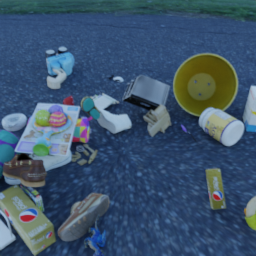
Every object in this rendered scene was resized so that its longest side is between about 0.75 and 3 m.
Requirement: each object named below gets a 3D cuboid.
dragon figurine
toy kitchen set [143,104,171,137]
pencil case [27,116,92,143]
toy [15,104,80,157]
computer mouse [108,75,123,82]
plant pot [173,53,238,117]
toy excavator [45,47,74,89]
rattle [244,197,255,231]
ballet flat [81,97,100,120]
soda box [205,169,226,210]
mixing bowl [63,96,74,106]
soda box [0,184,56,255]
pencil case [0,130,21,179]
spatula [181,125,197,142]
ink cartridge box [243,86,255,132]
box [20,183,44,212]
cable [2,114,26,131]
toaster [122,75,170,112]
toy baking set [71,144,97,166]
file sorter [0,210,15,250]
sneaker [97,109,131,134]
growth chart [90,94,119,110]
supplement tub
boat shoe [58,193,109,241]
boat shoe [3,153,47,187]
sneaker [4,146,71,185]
[{"bbox_3d":[-0.768,2.900,7.376,0.597,0.353,1.200,8,35,13],"label":"dragon figurine"},{"bbox_3d":[0.914,-0.367,11.543,1.074,1.317,1.188,-45,54,-11],"label":"toy kitchen set"},{"bbox_3d":[-2.688,0.023,11.131,2.479,1.096,1.096,2,33,2],"label":"pencil case"},{"bbox_3d":[-2.780,-0.227,10.066,1.709,0.701,2.968,5,40,-4],"label":"toy"},{"bbox_3d":[-0.671,-2.886,16.307,0.943,0.207,0.517,19,37,27],"label":"computer mouse"},{"bbox_3d":[3.509,-1.946,13.084,2.732,2.732,1.939,7,8,10],"label":"plant pot"},{"bbox_3d":[-3.991,-3.442,16.372,2.574,1.322,2.648,-27,51,-33],"label":"toy excavator"},{"bbox_3d":[3.851,1.983,7.368,1.075,1.651,1.180,35,9,32],"label":"rattle"},{"bbox_3d":[-1.594,-0.862,11.277,0.576,1.629,0.576,-6,65,12],"label":"ballet flat"},{"bbox_3d":[2.586,1.795,8.306,0.388,1.146,0.367,-8,-8,7],"label":"soda box"},{"bbox_3d":[-2.767,-1.061,12.976,0.437,0.806,0.806,-12,35,-17],"label":"mixing bowl"},{"bbox_3d":[-2.835,2.468,7.715,0.658,0.696,2.055,-27,42,-35],"label":"soda box"},{"bbox_3d":[-4.709,1.279,9.076,1.297,1.195,2.807,21,35,3],"label":"pencil case"},{"bbox_3d":[2.467,0.229,11.377,0.122,0.336,1.190,-48,34,9],"label":"spatula"},{"bbox_3d":[5.677,-0.773,11.805,1.166,1.612,1.187,7,34,10],"label":"ink cartridge box"},{"bbox_3d":[-2.846,2.027,8.254,0.188,0.596,1.082,-20,23,-37],"label":"box"},{"bbox_3d":[-4.936,-0.254,12.180,1.018,0.352,1.018,26,41,36],"label":"cable"},{"bbox_3d":[0.835,-1.453,12.449,1.888,1.120,1.707,19,-5,-11],"label":"toaster"},{"bbox_3d":[-1.642,0.955,10.523,0.938,0.142,1.222,12,35,17],"label":"toy baking set"},{"bbox_3d":[-3.809,2.634,6.889,1.064,0.955,1.534,32,42,28],"label":"file sorter"},{"bbox_3d":[-0.614,-0.360,12.174,1.025,0.653,1.774,-14,38,-34],"label":"sneaker"},{"bbox_3d":[-1.374,-1.238,13.483,1.170,0.143,1.616,33,42,23],"label":"growth chart"},{"bbox_3d":[3.702,-0.079,11.240,1.091,1.091,1.501,-18,37,-25],"label":"supplement tub"},{"bbox_3d":[-1.295,2.443,7.855,0.660,0.696,1.839,18,28,30],"label":"boat shoe"},{"bbox_3d":[-3.073,1.138,8.300,2.264,0.796,0.797,3,6,45],"label":"boat shoe"},{"bbox_3d":[-3.109,1.110,9.635,2.352,0.833,0.859,-25,42,-29],"label":"sneaker"}]
